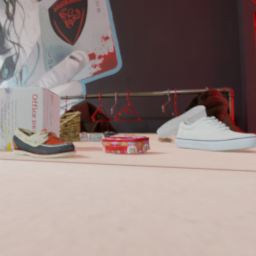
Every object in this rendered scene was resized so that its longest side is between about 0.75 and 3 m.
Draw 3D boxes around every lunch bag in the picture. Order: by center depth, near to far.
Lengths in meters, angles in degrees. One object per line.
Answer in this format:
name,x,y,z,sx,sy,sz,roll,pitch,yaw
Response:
lunch bag,-0.122,0.475,7.612,1.217,0.499,1.072,-1,4,35

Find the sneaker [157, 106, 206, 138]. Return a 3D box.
sneaker,2.804,0.197,13.684,2.665,1.540,0.982,-27,24,-10

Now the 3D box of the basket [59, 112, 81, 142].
basket,-3.574,-0.063,14.847,1.521,1.588,2.131,0,1,-33

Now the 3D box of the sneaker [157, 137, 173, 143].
sneaker,1.812,0.602,13.575,0.773,0.276,0.309,7,-1,34

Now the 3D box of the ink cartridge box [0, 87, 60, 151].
ink cartridge box,-3.640,-0.245,8.951,2.548,1.876,1.843,1,-1,2

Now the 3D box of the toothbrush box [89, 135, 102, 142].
toothbrush box,-1.756,0.537,15.041,0.648,0.377,0.885,0,0,-13

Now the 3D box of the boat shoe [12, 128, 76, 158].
boat shoe,-2.132,0.355,6.927,2.185,0.684,0.778,1,-1,38

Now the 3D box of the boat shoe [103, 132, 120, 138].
boat shoe,-0.747,0.400,13.539,0.480,0.510,1.419,42,14,19

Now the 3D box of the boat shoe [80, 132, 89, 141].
boat shoe,-2.559,0.494,16.143,0.535,0.475,1.453,0,0,-17

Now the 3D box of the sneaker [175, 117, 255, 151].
sneaker,2.615,0.170,8.820,1.083,1.050,2.967,0,0,-38
